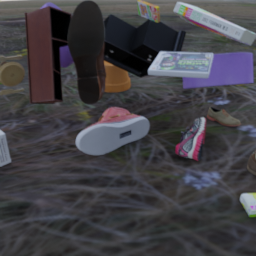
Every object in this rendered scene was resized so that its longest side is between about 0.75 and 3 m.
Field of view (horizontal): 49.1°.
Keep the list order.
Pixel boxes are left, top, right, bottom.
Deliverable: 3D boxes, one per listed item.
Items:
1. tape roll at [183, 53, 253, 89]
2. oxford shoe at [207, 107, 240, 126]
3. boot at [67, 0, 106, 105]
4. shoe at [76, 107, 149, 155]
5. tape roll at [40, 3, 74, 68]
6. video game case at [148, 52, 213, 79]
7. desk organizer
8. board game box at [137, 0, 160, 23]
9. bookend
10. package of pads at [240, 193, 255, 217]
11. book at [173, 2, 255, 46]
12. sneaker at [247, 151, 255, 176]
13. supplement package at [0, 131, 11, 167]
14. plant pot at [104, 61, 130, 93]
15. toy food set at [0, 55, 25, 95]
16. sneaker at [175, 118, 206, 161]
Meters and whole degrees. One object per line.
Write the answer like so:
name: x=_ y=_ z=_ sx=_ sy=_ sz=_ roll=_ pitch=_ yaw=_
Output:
tape roll: x=3.243 y=-2.038 z=10.271 sx=2.466 sy=1.048 sz=2.466 roll=-5 pitch=7 yaw=1
oxford shoe: x=3.856 y=-0.453 z=11.313 sx=1.405 sy=0.525 sz=0.495 roll=21 pitch=35 yaw=34
boot: x=-1.074 y=-2.193 z=8.700 sx=0.956 sy=2.774 sz=2.976 roll=4 pitch=13 yaw=0
shoe: x=-0.743 y=0.046 z=9.951 sx=2.972 sy=1.062 sz=1.352 roll=-16 pitch=31 yaw=-36
tape roll: x=-2.618 y=-3.442 z=10.515 sx=0.935 sy=2.200 sz=2.200 roll=-28 pitch=23 yaw=18
video game case: x=1.084 y=-1.297 z=5.656 sx=1.148 sy=0.134 sz=1.044 roll=7 pitch=37 yaw=18
desk organizer: x=-2.152 y=-1.945 z=7.820 sx=0.965 sy=2.507 sz=0.899 roll=0 pitch=4 yaw=34
board game box: x=0.652 y=-3.965 z=9.478 sx=0.158 sy=0.505 sz=1.057 roll=-34 pitch=51 yaw=-20
bookend: x=0.181 y=-3.435 z=11.258 sx=2.930 sy=1.358 sz=2.948 roll=21 pitch=-10 yaw=-25
package of pads: x=3.368 y=1.950 z=7.168 sx=0.814 sy=0.278 sz=0.629 roll=-2 pitch=29 yaw=-4
book: x=2.906 y=-3.474 z=9.416 sx=2.467 sy=0.593 sz=1.648 roll=35 pitch=28 yaw=25
sneaker: x=4.395 y=1.244 z=8.012 sx=1.873 sy=0.707 sz=0.660 roll=19 pitch=34 yaw=32
supplement package: x=-4.774 y=0.792 z=8.405 sx=1.081 sy=1.123 sz=1.974 roll=25 pitch=36 yaw=36
plant pot: x=-0.816 y=-2.833 z=14.837 sx=1.915 sy=1.340 sz=1.915 roll=0 pitch=30 yaw=0
toy food set: x=-4.041 y=-1.852 z=9.576 sx=0.978 sy=1.417 sz=0.284 roll=-16 pitch=44 yaw=-36
sneaker: x=2.226 y=0.259 z=9.666 sx=0.807 sy=0.871 sz=2.162 roll=8 pitch=30 yaw=19
